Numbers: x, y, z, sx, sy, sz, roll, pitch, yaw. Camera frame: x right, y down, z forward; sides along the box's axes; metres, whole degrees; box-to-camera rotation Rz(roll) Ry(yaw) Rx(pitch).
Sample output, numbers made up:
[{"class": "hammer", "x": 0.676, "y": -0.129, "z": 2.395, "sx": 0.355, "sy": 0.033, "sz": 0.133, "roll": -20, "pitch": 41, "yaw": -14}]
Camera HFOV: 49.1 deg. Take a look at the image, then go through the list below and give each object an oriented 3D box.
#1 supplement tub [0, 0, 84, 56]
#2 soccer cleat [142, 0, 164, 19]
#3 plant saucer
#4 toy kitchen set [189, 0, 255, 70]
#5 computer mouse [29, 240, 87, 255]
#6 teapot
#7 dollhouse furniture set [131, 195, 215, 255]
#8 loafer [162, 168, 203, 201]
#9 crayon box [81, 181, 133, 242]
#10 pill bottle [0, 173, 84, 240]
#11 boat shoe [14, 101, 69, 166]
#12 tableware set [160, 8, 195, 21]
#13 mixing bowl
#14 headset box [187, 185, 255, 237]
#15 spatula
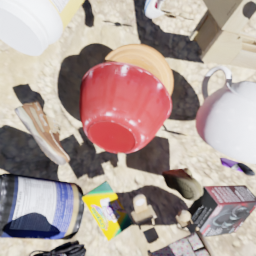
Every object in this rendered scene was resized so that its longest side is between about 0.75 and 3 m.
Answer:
[{"class": "supplement tub", "x": -2.379, "y": -3.566, "z": 7.597, "sx": 1.999, "sy": 1.999, "sz": 2.749, "roll": 23, "pitch": 69, "yaw": 6}, {"class": "soccer cleat", "x": 0.589, "y": -2.862, "z": 5.795, "sx": 0.488, "sy": 0.395, "sz": 1.131, "roll": 9, "pitch": 103, "yaw": 39}, {"class": "plant saucer", "x": 0.166, "y": -1.176, "z": 7.406, "sx": 2.006, "sy": 0.324, "sz": 2.006, "roll": 7, "pitch": 118, "yaw": 13}, {"class": "toy kitchen set", "x": 2.902, "y": -3.077, "z": 7.016, "sx": 2.128, "sy": 2.358, "sz": 1.924, "roll": 2, "pitch": 53, "yaw": -27}, {"class": "computer mouse", "x": -1.489, "y": 2.617, "z": 4.939, "sx": 1.279, "sy": 2.332, "sz": 0.512, "roll": -14, "pitch": 84, "yaw": -1}, {"class": "teapot", "x": 2.709, "y": -0.382, "z": 6.440, "sx": 2.254, "sy": 2.225, "sz": 1.647, "roll": 19, "pitch": 116, "yaw": 9}, {"class": "dollhouse furniture set", "x": 0.850, "y": 2.012, "z": 4.712, "sx": 1.065, "sy": 0.910, "sz": 2.055, "roll": -19, "pitch": 42, "yaw": -9}, {"class": "loafer", "x": 1.210, "y": 1.129, "z": 6.087, "sx": 0.515, "sy": 1.526, "sz": 0.580, "roll": -24, "pitch": 99, "yaw": -13}, {"class": "crayon box", "x": -0.466, "y": 1.817, "z": 6.195, "sx": 0.666, "sy": 0.327, "sz": 1.121, "roll": -32, "pitch": 89, "yaw": -12}, {"class": "pill bottle", "x": -2.289, "y": 1.723, "z": 6.149, "sx": 2.391, "sy": 1.337, "sz": 1.337, "roll": 15, "pitch": 72, "yaw": -30}, {"class": "boat shoe", "x": -1.890, "y": 0.036, "z": 6.475, "sx": 0.688, "sy": 0.725, "sz": 1.915, "roll": -35, "pitch": 68, "yaw": -20}, {"class": "tableware set", "x": 1.163, "y": -2.719, "z": 6.782, "sx": 0.800, "sy": 0.957, "sz": 0.111, "roll": 20, "pitch": 109, "yaw": 20}, {"class": "mixing bowl", "x": -0.227, "y": -0.222, "z": 6.795, "sx": 2.392, "sy": 2.392, "sz": 1.295, "roll": 14, "pitch": 51, "yaw": 4}, {"class": "headset box", "x": 1.916, "y": 1.774, "z": 5.972, "sx": 1.425, "sy": 1.060, "sz": 0.550, "roll": 6, "pitch": 33, "yaw": -31}, {"class": "spatula", "x": 2.441, "y": 0.861, "z": 6.213, "sx": 0.593, "sy": 2.098, "sz": 0.216, "roll": 18, "pitch": 90, "yaw": 10}]
